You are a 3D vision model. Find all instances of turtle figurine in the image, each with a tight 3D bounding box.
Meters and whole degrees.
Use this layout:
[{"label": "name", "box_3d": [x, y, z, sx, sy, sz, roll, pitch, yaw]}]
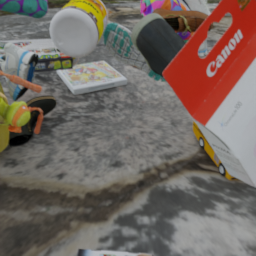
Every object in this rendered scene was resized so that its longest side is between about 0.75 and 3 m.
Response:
[{"label": "turtle figurine", "box_3d": [-2.596, -0.491, 4.850, 2.282, 2.830, 0.911, 25, 74, -1]}]

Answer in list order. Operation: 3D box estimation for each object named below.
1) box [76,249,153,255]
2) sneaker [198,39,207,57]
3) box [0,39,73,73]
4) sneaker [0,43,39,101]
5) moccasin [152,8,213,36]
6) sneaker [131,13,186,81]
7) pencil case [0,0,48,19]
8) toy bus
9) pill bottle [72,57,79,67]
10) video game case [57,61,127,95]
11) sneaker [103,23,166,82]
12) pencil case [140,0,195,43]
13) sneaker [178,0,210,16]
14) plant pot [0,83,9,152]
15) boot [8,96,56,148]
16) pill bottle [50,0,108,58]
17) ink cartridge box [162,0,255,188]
[{"label": "box", "box_3d": [-0.325, 3.048, 4.098, 1.382, 0.436, 2.511, 3, 33, 4]}, {"label": "sneaker", "box_3d": [3.054, -4.674, 15.525, 2.701, 1.171, 1.013, 1, 34, 4]}, {"label": "box", "box_3d": [-2.892, -2.126, 8.234, 2.267, 0.394, 1.248, -10, 48, -22]}, {"label": "sneaker", "box_3d": [-2.971, -1.488, 7.363, 0.875, 2.018, 0.757, 33, 52, -8]}, {"label": "moccasin", "box_3d": [1.085, -2.160, 5.755, 1.288, 0.471, 0.497, 13, 58, 3]}, {"label": "sneaker", "box_3d": [1.022, -1.165, 5.706, 1.334, 0.939, 2.512, 56, 20, 21]}, {"label": "pencil case", "box_3d": [-3.354, -3.803, 8.055, 0.981, 0.903, 2.122, -24, -4, 33]}, {"label": "toy bus", "box_3d": [2.607, 0.396, 7.815, 0.747, 0.898, 2.294, -7, 33, -11]}, {"label": "pill bottle", "box_3d": [-2.143, -2.687, 10.205, 0.628, 1.149, 0.628, 1, 73, -3]}, {"label": "video game case", "box_3d": [-1.701, -2.345, 12.655, 2.422, 0.305, 2.661, -15, 35, -23]}, {"label": "sneaker", "box_3d": [0.397, -2.422, 8.865, 2.609, 1.012, 1.190, 36, 32, 2]}, {"label": "pencil case", "box_3d": [1.258, -3.016, 7.911, 2.239, 0.990, 0.990, 21, 10, -48]}, {"label": "sneaker", "box_3d": [2.373, -4.368, 9.683, 1.871, 0.753, 0.715, 38, 45, -21]}, {"label": "plant pot", "box_3d": [-4.197, -0.039, 7.457, 2.444, 1.735, 2.444, -16, 26, 8]}, {"label": "boot", "box_3d": [-3.052, -0.177, 8.982, 2.065, 0.800, 1.428, -31, 47, -20]}, {"label": "pill bottle", "box_3d": [-1.259, -2.937, 7.806, 1.238, 1.238, 2.266, 3, 37, 5]}, {"label": "ink cartridge box", "box_3d": [2.177, -0.689, 4.879, 2.416, 2.973, 0.848, -51, 42, -11]}]
